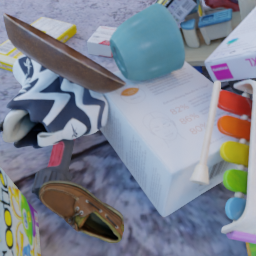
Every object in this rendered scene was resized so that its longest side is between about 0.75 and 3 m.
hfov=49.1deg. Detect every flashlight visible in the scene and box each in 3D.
[{"bbox_3d":[-1.571,0.496,6.101,0.730,0.732,2.155,-14,44,19],"label":"flashlight"}]

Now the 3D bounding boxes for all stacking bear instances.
[{"bbox_3d":[3.550,-4.026,7.106,1.767,1.655,2.910,12,6,-19],"label":"stacking bear"}]

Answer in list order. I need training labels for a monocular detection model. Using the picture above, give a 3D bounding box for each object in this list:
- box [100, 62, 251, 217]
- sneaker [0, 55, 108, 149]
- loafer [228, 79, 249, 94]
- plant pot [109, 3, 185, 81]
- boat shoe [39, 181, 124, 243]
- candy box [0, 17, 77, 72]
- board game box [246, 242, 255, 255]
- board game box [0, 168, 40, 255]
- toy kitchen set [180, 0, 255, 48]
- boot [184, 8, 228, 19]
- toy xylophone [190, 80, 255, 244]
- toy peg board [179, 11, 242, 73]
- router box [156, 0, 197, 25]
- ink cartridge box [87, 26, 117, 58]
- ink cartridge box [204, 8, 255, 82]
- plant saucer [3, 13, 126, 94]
[{"bbox_3d":[0.863,-0.054,6.038,2.187,1.527,2.872,-23,51,-20],"label":"box"},{"bbox_3d":[-2.057,-0.558,5.819,2.941,1.174,1.914,38,47,24],"label":"sneaker"},{"bbox_3d":[2.811,-1.349,7.166,0.476,1.512,0.543,-46,60,9],"label":"loafer"},{"bbox_3d":[0.290,-1.575,5.553,1.104,1.376,1.376,-26,51,-8],"label":"plant pot"},{"bbox_3d":[-0.785,1.441,4.830,1.646,0.592,0.559,26,15,-10],"label":"boat shoe"},{"bbox_3d":[-3.173,-2.880,9.502,1.510,0.390,2.954,21,50,16],"label":"candy box"},{"bbox_3d":[2.499,2.239,4.253,1.130,0.355,2.366,-2,30,13],"label":"board game box"},{"bbox_3d":[-2.114,1.512,3.662,1.361,2.642,1.385,-10,59,-9],"label":"board game box"},{"bbox_3d":[2.482,-3.310,7.512,2.108,1.242,1.689,-5,48,28],"label":"toy kitchen set"},{"bbox_3d":[3.208,-4.536,10.867,1.923,0.698,1.749,-17,63,-6],"label":"boot"},{"bbox_3d":[2.003,0.347,4.517,2.076,0.712,2.835,23,70,-7],"label":"toy xylophone"},{"bbox_3d":[2.474,-2.297,8.319,2.156,1.054,2.147,7,55,36],"label":"toy peg board"},{"bbox_3d":[0.997,-3.302,8.406,0.620,2.375,1.868,34,40,-18],"label":"router box"},{"bbox_3d":[-0.765,-2.936,9.492,0.832,0.483,1.153,13,48,12],"label":"ink cartridge box"},{"bbox_3d":[2.881,-1.912,5.215,1.692,0.595,2.835,2,44,53],"label":"ink cartridge box"},{"bbox_3d":[-1.129,-1.234,5.024,2.343,0.403,2.343,30,10,-6],"label":"plant saucer"}]
